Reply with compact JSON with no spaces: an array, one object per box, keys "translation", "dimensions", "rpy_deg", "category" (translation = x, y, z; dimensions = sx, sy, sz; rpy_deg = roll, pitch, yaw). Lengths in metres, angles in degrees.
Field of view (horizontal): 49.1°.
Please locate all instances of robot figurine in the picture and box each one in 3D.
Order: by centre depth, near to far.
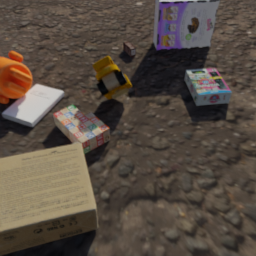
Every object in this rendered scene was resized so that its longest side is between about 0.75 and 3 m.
[{"translation":[-4.758,-1.959,10.947],"dimensions":[1.436,1.772,2.463],"rpy_deg":[-26,35,-37],"category":"robot figurine"}]

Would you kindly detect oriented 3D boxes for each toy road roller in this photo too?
[{"translation":[-0.651,-1.896,10.538],"dimensions":[1.067,1.736,1.267],"rpy_deg":[-27,81,6],"category":"toy road roller"}]

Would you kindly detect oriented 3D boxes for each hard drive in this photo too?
[{"translation":[-3.609,-0.908,10.800],"dimensions":[1.357,0.274,2.057],"rpy_deg":[16,45,17],"category":"hard drive"}]

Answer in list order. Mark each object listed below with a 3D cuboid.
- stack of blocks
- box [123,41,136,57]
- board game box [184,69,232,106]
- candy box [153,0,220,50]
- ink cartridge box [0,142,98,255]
[{"translation":[-1.615,-0.041,9.652],"dimensions":[1.084,0.551,1.882],"rpy_deg":[-30,50,-28],"category":"stack of blocks"},{"translation":[0.064,-3.942,13.970],"dimensions":[0.315,0.421,0.840],"rpy_deg":[-21,48,-20],"category":"box"},{"translation":[3.207,-1.700,11.440],"dimensions":[1.344,0.585,1.821],"rpy_deg":[-5,44,-5],"category":"board game box"},{"translation":[2.784,-5.238,13.889],"dimensions":[2.869,2.407,1.026],"rpy_deg":[-4,43,-4],"category":"candy box"},{"translation":[-2.387,1.758,7.334],"dimensions":[2.828,1.062,2.329],"rpy_deg":[-11,43,-11],"category":"ink cartridge box"}]
